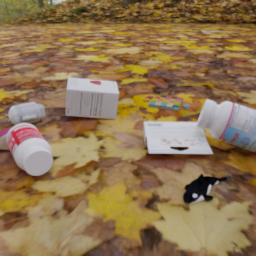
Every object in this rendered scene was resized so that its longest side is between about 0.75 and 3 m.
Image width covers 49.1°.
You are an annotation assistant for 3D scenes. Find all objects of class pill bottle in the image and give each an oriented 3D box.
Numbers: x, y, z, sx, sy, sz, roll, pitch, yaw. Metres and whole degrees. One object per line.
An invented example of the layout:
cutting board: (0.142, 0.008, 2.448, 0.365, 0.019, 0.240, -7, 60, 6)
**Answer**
pill bottle: (-2.784, 0.607, 7.951, 0.993, 0.993, 1.769, -15, 29, -28)
pill bottle: (3.281, -0.082, 8.459, 2.204, 1.199, 1.199, 20, 30, 9)

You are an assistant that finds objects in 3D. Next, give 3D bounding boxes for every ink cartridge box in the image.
ink cartridge box: (1.515, 0.424, 8.958, 1.972, 0.429, 1.711, 1, 36, -3)

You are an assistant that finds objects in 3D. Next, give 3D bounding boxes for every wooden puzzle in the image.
wooden puzzle: (1.679, -1.142, 12.509, 2.180, 0.153, 1.293, 9, 27, 18)

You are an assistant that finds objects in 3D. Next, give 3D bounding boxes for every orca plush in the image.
orca plush: (1.900, 1.384, 6.929, 1.401, 0.498, 0.737, -12, 28, -23)

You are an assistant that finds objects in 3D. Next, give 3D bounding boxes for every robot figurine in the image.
robot figurine: (-3.857, -0.520, 10.532, 1.366, 0.771, 1.158, -15, 24, -29)

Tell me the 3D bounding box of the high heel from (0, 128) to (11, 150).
high heel: (-4.209, 0.361, 8.755, 1.100, 0.772, 2.293, 31, 51, 30)

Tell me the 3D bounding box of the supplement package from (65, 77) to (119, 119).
supplement package: (-1.428, -1.165, 10.979, 1.937, 1.160, 1.174, 4, 31, -12)
